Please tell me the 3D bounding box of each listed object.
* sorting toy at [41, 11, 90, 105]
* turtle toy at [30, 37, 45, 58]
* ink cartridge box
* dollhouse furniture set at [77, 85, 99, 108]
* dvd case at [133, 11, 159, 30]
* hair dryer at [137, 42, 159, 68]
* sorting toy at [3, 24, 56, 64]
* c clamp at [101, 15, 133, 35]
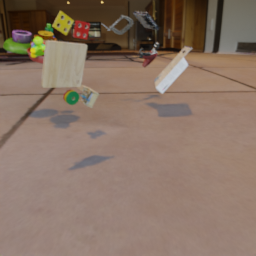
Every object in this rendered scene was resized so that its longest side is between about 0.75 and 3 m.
[{"bbox_3d":[-1.610,-1.637,6.835,1.084,2.249,0.380,-10,33,-43],"label":"sorting toy"},{"bbox_3d":[-3.112,-2.820,9.775,0.663,0.460,0.910,-16,-6,-19],"label":"turtle toy"},{"bbox_3d":[2.072,-2.648,12.607,0.479,2.213,2.173,41,17,-9],"label":"ink cartridge box"},{"bbox_3d":[-1.534,-1.138,9.613,0.563,0.566,0.803,33,8,33],"label":"dollhouse furniture set"},{"bbox_3d":[0.772,-4.694,12.250,0.894,0.147,1.190,39,2,-36],"label":"dvd case"},{"bbox_3d":[0.973,-3.843,14.942,1.306,1.714,0.466,-25,67,-10],"label":"hair dryer"},{"bbox_3d":[-3.641,-3.484,11.090,2.818,1.157,1.693,26,32,25],"label":"sorting toy"},{"bbox_3d":[-0.453,-4.915,13.315,1.288,0.174,1.100,-24,-41,35],"label":"c clamp"}]
